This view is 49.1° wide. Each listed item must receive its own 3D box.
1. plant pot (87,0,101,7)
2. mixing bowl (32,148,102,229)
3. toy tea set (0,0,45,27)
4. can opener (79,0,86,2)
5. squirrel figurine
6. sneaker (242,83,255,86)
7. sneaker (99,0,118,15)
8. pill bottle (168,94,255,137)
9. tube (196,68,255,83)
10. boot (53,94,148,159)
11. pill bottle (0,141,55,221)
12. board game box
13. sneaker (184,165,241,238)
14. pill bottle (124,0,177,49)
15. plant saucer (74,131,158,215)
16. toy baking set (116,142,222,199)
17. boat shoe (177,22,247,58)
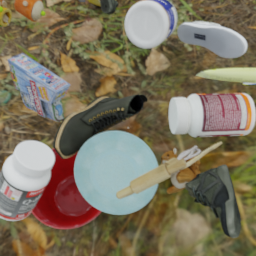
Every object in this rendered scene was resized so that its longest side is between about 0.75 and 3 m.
[{"bbox_3d":[-1.491,-6.614,13.415,1.199,1.689,1.689,9,60,37],"label":"plant pot"},{"bbox_3d":[-1.788,2.005,9.051,2.630,1.424,2.630,0,61,0],"label":"mixing bowl"},{"bbox_3d":[-3.589,-4.074,9.169,1.050,1.687,2.837,25,45,3],"label":"toy tea set"},{"bbox_3d":[-1.745,-4.490,9.236,0.470,0.375,1.407,-3,37,-20],"label":"can opener"},{"bbox_3d":[1.814,1.391,9.789,1.418,1.004,1.324,-9,52,-20],"label":"squirrel figurine"},{"bbox_3d":[4.413,-1.637,9.682,0.848,0.314,0.349,5,88,26],"label":"sneaker"},{"bbox_3d":[-0.700,-4.418,9.411,0.473,0.709,1.237,-12,95,21],"label":"sneaker"},{"bbox_3d":[2.318,-0.362,7.989,2.152,1.229,1.229,-1,63,-6],"label":"pill bottle"},{"bbox_3d":[2.556,-1.370,7.182,1.515,0.440,0.393,1,50,1],"label":"tube"},{"bbox_3d":[-0.807,-0.195,8.333,1.889,1.058,2.731,-4,38,42],"label":"boot"},{"bbox_3d":[-2.249,1.133,5.985,0.979,1.690,0.979,24,32,-16],"label":"pill bottle"},{"bbox_3d":[-2.244,-0.912,7.366,1.665,1.666,0.514,23,44,27],"label":"board game box"},{"bbox_3d":[1.811,1.602,6.044,1.029,0.687,1.796,-19,33,18],"label":"sneaker"},{"bbox_3d":[0.836,-3.382,8.886,1.320,1.320,2.280,20,31,10],"label":"pill bottle"},{"bbox_3d":[-0.320,1.240,7.825,2.377,0.458,2.377,6,63,-11],"label":"plant saucer"},{"bbox_3d":[0.864,0.906,6.432,2.591,1.989,0.301,-31,83,22],"label":"toy baking set"},{"bbox_3d":[3.153,-3.398,10.242,0.918,1.033,2.808,-33,51,-29],"label":"boat shoe"}]
